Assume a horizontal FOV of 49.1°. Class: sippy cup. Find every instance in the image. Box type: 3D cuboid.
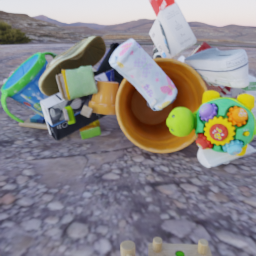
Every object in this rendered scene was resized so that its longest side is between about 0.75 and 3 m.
[{"bbox_3d":[-3.144,-1.369,9.995,2.473,1.812,1.942,-37,32,9],"label":"sippy cup"}]

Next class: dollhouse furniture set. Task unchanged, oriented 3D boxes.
[{"bbox_3d":[-1.361,-0.769,8.065,1.102,2.206,0.852,-15,-2,-3],"label":"dollhouse furniture set"}]

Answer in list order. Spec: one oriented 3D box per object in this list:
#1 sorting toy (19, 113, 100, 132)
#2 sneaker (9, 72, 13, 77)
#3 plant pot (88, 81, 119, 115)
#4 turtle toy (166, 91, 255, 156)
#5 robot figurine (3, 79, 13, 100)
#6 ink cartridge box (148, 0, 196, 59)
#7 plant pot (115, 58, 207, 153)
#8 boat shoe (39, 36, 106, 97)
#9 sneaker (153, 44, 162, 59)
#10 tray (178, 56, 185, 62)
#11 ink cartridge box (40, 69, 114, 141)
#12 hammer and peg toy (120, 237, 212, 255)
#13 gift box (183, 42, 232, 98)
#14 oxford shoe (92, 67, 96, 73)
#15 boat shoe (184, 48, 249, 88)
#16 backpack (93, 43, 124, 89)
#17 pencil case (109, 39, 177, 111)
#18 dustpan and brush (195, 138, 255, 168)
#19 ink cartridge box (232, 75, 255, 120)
[{"bbox_3d":[-2.375,-0.377,10.692,2.826,0.378,2.106,6,22,14],"label":"sorting toy"},{"bbox_3d":[-5.658,-2.968,16.660,2.571,1.034,1.137,3,14,11],"label":"sneaker"},{"bbox_3d":[-0.695,-0.978,8.854,1.052,0.963,1.052,6,12,-1],"label":"plant pot"},{"bbox_3d":[2.107,-0.064,7.064,2.238,1.631,1.131,10,21,26],"label":"turtle toy"},{"bbox_3d":[-5.002,-1.801,13.293,2.094,1.183,1.776,18,-4,39],"label":"robot figurine"},{"bbox_3d":[0.958,-2.997,7.865,0.526,2.071,2.351,-29,6,0],"label":"ink cartridge box"},{"bbox_3d":[0.912,-0.732,9.053,2.683,2.683,2.456,-1,6,-4],"label":"plant pot"},{"bbox_3d":[-1.942,-2.108,9.394,0.915,1.060,2.907,15,57,40],"label":"boat shoe"},{"bbox_3d":[1.072,-2.514,9.673,0.745,0.624,1.684,38,57,8],"label":"sneaker"},{"bbox_3d":[1.873,-2.135,12.720,0.259,2.337,1.255,33,23,-37],"label":"tray"},{"bbox_3d":[-1.421,-0.807,9.420,2.850,1.417,0.559,-32,48,-27],"label":"ink cartridge box"},{"bbox_3d":[0.585,2.145,4.140,1.427,0.503,1.050,1,23,2],"label":"hammer and peg toy"},{"bbox_3d":[2.680,-1.973,10.757,2.320,2.141,2.166,45,3,-1],"label":"gift box"},{"bbox_3d":[-1.906,-2.878,14.108,0.637,1.725,0.611,-9,-16,7],"label":"oxford shoe"},{"bbox_3d":[2.387,-1.632,7.969,1.059,0.961,2.879,-22,18,0],"label":"boat shoe"},{"bbox_3d":[-0.094,-2.064,11.439,2.200,2.013,1.617,38,6,41],"label":"backpack"},{"bbox_3d":[0.403,-1.327,7.268,0.895,1.972,0.820,-50,29,-7],"label":"pencil case"},{"bbox_3d":[2.484,0.543,8.260,1.466,0.601,2.101,-16,33,-12],"label":"dustpan and brush"},{"bbox_3d":[4.744,-1.222,11.293,0.689,1.574,1.143,-5,22,-4],"label":"ink cartridge box"}]
